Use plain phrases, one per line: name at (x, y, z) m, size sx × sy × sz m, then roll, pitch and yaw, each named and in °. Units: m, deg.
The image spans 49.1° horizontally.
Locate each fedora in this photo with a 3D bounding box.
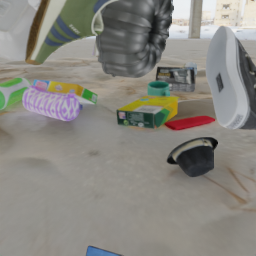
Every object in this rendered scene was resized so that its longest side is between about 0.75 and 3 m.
fedora at (1.421, 0.679, 5.825) m, size 1.214 × 1.214 × 0.555 m, roll -9°, pitch 59°, yaw -21°

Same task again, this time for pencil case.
pencil case at (-2.605, -0.841, 9.375) m, size 2.133 × 0.912 × 0.895 m, roll 12°, pitch 21°, yaw 31°

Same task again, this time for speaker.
speaker at (-4.536, -1.345, 10.691) m, size 0.911 × 0.911 × 2.060 m, roll 4°, pitch 22°, yaw 11°

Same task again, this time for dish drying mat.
dish drying mat at (1.936, -0.167, 8.733) m, size 1.552 × 0.141 × 0.596 m, roll -12°, pitch 24°, yaw -26°

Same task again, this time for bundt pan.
bundt pan at (0.367, -2.655, 7.439) m, size 1.098 × 2.926 × 2.926 m, roll 20°, pitch 27°, yaw 18°

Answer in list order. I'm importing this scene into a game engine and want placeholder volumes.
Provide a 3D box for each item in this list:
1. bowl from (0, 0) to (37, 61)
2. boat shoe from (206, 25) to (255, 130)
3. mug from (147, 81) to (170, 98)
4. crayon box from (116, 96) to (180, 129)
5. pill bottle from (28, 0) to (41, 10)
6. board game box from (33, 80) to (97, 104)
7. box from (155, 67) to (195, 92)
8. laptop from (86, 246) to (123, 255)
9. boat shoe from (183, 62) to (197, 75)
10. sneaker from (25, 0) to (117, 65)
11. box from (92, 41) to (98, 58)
bowl at (-3.381, -3.106, 7.874) m, size 2.120 × 2.117 × 0.791 m, roll 24°, pitch -17°, yaw 11°
boat shoe at (1.878, -0.885, 4.789) m, size 0.725 × 0.765 × 2.187 m, roll 12°, pitch 51°, yaw -12°
mug at (1.186, -1.372, 11.039) m, size 0.849 × 0.639 × 1.034 m, roll 2°, pitch 30°, yaw 4°
crayon box at (0.739, -0.571, 9.070) m, size 1.319 × 0.528 × 2.078 m, roll 7°, pitch 23°, yaw 32°
pill bottle at (-2.128, -3.158, 7.088) m, size 0.454 × 0.454 × 0.809 m, roll 8°, pitch 12°, yaw 20°
board game box at (-2.339, -1.343, 10.507) m, size 1.920 × 0.387 × 1.469 m, roll 10°, pitch -4°, yaw 23°
box at (2.185, -2.285, 13.027) m, size 1.775 × 0.442 × 1.400 m, roll 4°, pitch 44°, yaw 9°
laptop at (-0.172, 1.933, 2.698) m, size 1.082 × 0.669 × 1.155 m, roll 8°, pitch 23°, yaw 20°
boat shoe at (3.393, -3.236, 15.813) m, size 0.738 × 0.856 × 2.379 m, roll -10°, pitch 9°, yaw 24°
sneaker at (-1.177, -2.110, 5.780) m, size 1.340 × 1.001 × 2.985 m, roll 8°, pitch -24°, yaw -29°
box at (-0.657, -3.793, 10.082) m, size 0.506 × 2.614 × 0.542 m, roll 25°, pitch 20°, yaw 21°
